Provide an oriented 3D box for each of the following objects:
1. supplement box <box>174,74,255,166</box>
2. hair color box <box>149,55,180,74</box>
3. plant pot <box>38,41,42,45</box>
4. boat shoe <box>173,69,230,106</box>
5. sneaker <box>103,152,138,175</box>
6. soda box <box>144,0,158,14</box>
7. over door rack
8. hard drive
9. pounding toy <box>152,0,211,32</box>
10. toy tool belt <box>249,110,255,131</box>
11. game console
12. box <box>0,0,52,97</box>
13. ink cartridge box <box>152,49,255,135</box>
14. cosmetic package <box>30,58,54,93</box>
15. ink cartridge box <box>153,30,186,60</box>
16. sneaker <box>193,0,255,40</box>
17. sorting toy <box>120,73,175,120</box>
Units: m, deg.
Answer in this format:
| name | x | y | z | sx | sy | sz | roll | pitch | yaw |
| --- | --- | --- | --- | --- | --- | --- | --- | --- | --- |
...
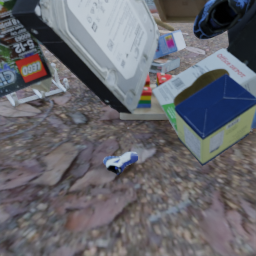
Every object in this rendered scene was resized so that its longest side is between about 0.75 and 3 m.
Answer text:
| name | x | y | z | sx | sy | sz | roll | pitch | yaw |
| --- | --- | --- | --- | --- | --- | --- | --- | --- | --- |
| supplement box | 1.429 | -0.102 | 4.664 | 1.055 | 1.054 | 0.708 | -32 | 57 | -7 |
| hair color box | 1.643 | -2.898 | 12.762 | 0.747 | 0.458 | 1.509 | 21 | 36 | 34 |
| plant pot | -1.257 | -2.771 | 6.382 | 2.628 | 1.761 | 2.628 | -7 | 64 | 15 |
| boat shoe | 1.384 | -0.696 | 5.286 | 1.132 | 0.376 | 0.419 | -31 | 62 | 12 |
| sneaker | -0.149 | 0.859 | 6.519 | 0.808 | 0.326 | 0.467 | -11 | 35 | -6 |
| soda box | 0.608 | -3.667 | 8.305 | 1.507 | 0.515 | 0.479 | -6 | 19 | -3 |
| over door rack | -3.856 | -1.871 | 10.532 | 2.144 | 0.966 | 2.901 | -22 | 37 | -34 |
| hard drive | -0.339 | -1.610 | 4.473 | 0.511 | 2.699 | 1.886 | 10 | 71 | 29 |
| pounding toy | 1.163 | -3.481 | 7.513 | 2.284 | 1.045 | 2.006 | 8 | -3 | 18 |
| toy tool belt | 3.159 | -0.319 | 7.882 | 1.555 | 0.971 | 0.956 | -1 | 22 | 0 |
| game console | 2.508 | -1.919 | 4.891 | 1.361 | 1.547 | 0.900 | 44 | 52 | 13 |
| box | -2.841 | -1.160 | 4.060 | 2.861 | 1.954 | 0.539 | -25 | 32 | -12 |
| ink cartridge box | 2.067 | -0.881 | 7.531 | 2.327 | 0.966 | 1.705 | -30 | 40 | 8 |
| cosmetic package | -2.296 | -1.371 | 7.217 | 0.488 | 0.691 | 1.334 | 14 | -3 | -6 |
| ink cartridge box | 1.329 | -3.701 | 13.074 | 2.297 | 0.877 | 1.567 | -15 | 13 | 30 |
| sneaker | 1.598 | -2.007 | 5.133 | 0.686 | 0.618 | 1.761 | -47 | 5 | -15 |
| sorting toy | 0.928 | -1.190 | 9.473 | 2.344 | 0.821 | 2.359 | 0 | 30 | 0 |
